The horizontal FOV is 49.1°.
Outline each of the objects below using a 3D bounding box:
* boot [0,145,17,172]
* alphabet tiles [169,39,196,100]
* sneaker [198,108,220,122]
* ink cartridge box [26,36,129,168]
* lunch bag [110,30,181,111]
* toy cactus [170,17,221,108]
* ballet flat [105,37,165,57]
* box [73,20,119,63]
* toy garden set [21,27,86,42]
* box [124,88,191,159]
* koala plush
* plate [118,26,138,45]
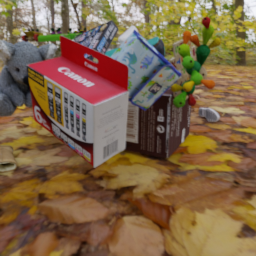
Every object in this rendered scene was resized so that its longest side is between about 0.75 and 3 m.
[{"bbox_3d":[-4.570,1.026,9.569,1.386,0.523,1.582,-7,20,-22],"label":"boot"},{"bbox_3d":[2.035,-2.074,9.980,0.079,2.081,2.500,3,25,31],"label":"alphabet tiles"},{"bbox_3d":[4.456,-0.782,14.964,0.745,0.679,1.816,-3,18,-11],"label":"sneaker"},{"bbox_3d":[-1.356,-0.784,7.238,2.756,2.419,1.155,31,42,33],"label":"ink cartridge box"},{"bbox_3d":[0.375,-1.493,7.846,1.809,1.538,1.153,36,21,-26],"label":"lunch bag"},{"bbox_3d":[2.242,-1.843,8.849,1.369,2.678,2.209,11,-1,24],"label":"toy cactus"},{"bbox_3d":[0.174,-2.753,11.220,2.949,1.077,1.077,-6,12,34],"label":"ballet flat"},{"bbox_3d":[-1.312,-2.404,8.745,1.748,0.437,1.761,-4,54,41],"label":"box"},{"bbox_3d":[-2.700,-3.745,11.110,2.107,0.504,2.527,5,21,23],"label":"toy garden set"},{"bbox_3d":[1.002,-0.521,11.094,2.331,2.355,2.838,9,20,26],"label":"box"},{"bbox_3d":[-3.773,-2.055,10.200,2.338,2.636,2.423,-1,54,-21],"label":"koala plush"},{"bbox_3d":[0.353,-3.518,12.412,0.276,1.711,1.707,-11,30,34],"label":"plate"}]
